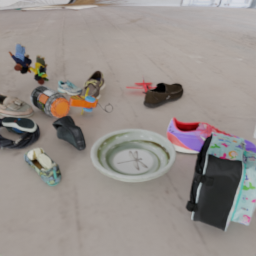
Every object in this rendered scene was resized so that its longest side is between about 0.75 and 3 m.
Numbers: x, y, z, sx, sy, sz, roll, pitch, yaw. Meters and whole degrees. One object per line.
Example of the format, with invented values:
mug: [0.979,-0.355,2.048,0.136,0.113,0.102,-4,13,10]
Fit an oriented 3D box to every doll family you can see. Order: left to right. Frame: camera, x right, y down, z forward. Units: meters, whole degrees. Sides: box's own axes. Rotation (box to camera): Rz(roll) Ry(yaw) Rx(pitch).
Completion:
doll family: [-4.910,-3.088,14.068,1.020,2.600,1.503,-19,60,39]

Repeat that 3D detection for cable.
cable: [-4.210,0.062,10.357,1.750,0.545,2.145,-12,32,-19]

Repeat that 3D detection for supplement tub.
supplement tub: [-3.277,-1.084,11.813,1.029,1.029,1.680,-27,41,-37]

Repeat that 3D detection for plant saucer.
plant saucer: [0.157,0.947,8.738,2.617,0.657,2.617,0,30,0]

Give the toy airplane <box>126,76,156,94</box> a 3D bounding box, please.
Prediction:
toy airplane: [0.852,-2.100,14.159,2.118,0.390,2.118,0,30,0]

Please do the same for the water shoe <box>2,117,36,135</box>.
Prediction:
water shoe: [-3.963,-0.035,10.428,1.511,0.596,0.540,13,48,23]

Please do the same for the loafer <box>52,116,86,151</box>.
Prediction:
loafer: [-2.112,0.224,9.922,0.802,0.775,2.284,-19,30,-21]

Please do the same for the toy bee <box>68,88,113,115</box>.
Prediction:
toy bee: [-1.671,-1.037,11.832,1.755,1.149,0.954,31,14,-29]

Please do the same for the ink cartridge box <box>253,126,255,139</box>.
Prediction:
ink cartridge box: [5.765,-0.081,10.283,1.457,0.841,2.008,27,39,37]

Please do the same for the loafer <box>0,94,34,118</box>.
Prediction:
loafer: [-5.243,-1.056,11.981,2.549,0.801,0.916,11,32,18]

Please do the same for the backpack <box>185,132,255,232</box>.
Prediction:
backpack: [2.418,1.192,7.071,1.681,1.983,2.233,10,22,10]

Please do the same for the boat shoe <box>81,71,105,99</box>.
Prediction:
boat shoe: [-1.717,-2.004,13.562,0.942,0.780,2.621,1,31,11]

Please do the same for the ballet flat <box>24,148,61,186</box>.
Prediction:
ballet flat: [-2.666,0.995,8.653,0.737,0.737,1.985,-25,39,-36]

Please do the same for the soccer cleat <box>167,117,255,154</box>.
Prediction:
soccer cleat: [2.753,0.365,9.278,2.969,1.087,1.013,9,33,15]

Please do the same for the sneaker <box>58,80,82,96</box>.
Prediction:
sneaker: [-2.886,-1.990,13.759,1.400,0.604,0.543,11,32,18]

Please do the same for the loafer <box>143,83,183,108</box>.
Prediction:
loafer: [1.733,-1.669,12.929,0.912,0.892,2.500,26,39,36]
